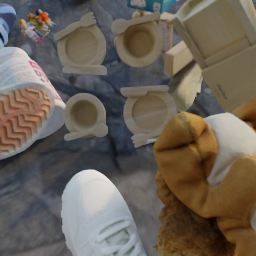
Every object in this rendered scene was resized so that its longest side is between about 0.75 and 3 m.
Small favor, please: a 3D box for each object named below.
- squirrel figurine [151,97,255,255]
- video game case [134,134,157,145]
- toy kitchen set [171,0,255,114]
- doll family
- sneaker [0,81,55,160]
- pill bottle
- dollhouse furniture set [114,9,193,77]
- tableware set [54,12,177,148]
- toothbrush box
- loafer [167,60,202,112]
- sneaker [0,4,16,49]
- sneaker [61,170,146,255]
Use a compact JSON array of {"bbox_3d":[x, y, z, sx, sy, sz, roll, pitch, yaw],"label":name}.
[{"bbox_3d":[1.117,0.928,3.023,1.436,2.029,1.894,-11,61,-32],"label":"squirrel figurine"},{"bbox_3d":[0.674,-0.147,7.654,1.198,0.137,1.090,-16,61,-9],"label":"video game case"},{"bbox_3d":[2.793,-1.848,5.405,2.820,2.301,2.544,52,41,-19],"label":"toy kitchen set"},{"bbox_3d":[-2.047,-2.181,6.075,0.569,0.413,0.917,42,51,-23],"label":"doll family"},{"bbox_3d":[-2.579,0.202,4.466,2.972,1.061,1.188,-42,34,-22],"label":"sneaker"},{"bbox_3d":[-2.731,-0.976,7.427,1.353,1.353,2.387,-30,64,-16],"label":"pill bottle"},{"bbox_3d":[0.652,-2.630,8.181,2.337,1.211,1.035,31,56,30],"label":"dollhouse furniture set"},{"bbox_3d":[-0.291,-0.945,5.553,2.323,0.323,2.781,-6,95,14],"label":"tableware set"},{"bbox_3d":[0.699,-3.612,5.779,0.852,1.997,1.462,20,43,17],"label":"toothbrush box"},{"bbox_3d":[1.672,-1.237,7.929,0.860,0.776,2.273,-10,32,47],"label":"loafer"},{"bbox_3d":[-4.257,-2.673,8.656,1.130,1.016,2.747,27,69,9],"label":"sneaker"},{"bbox_3d":[-0.062,1.652,3.304,0.935,0.985,2.448,-18,87,-28],"label":"sneaker"}]
